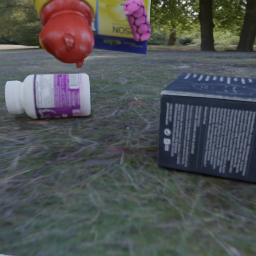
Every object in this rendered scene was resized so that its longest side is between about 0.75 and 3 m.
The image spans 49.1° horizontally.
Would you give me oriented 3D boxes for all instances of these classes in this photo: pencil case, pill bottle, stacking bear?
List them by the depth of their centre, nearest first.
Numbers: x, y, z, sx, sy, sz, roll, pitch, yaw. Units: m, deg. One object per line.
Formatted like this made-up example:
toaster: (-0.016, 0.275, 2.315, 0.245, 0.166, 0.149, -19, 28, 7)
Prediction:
stacking bear: (-0.973, -1.838, 4.237, 1.056, 1.857, 1.128, -9, -18, -4)
pencil case: (0.248, -2.978, 7.855, 0.582, 0.601, 1.283, 21, -16, 26)
pill bottle: (-2.454, -0.995, 8.808, 2.450, 1.375, 1.375, -3, 19, -10)

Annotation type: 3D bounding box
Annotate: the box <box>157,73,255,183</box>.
box: (2.152, -0.170, 5.935, 2.529, 1.595, 2.573, 6, 20, 19)

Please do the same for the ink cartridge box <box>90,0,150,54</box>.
ink cartridge box: (-0.594, -3.660, 9.197, 2.578, 2.609, 0.613, 8, 39, 8)
